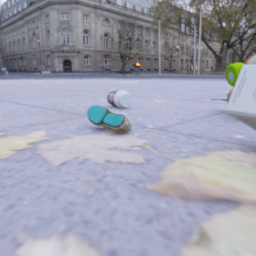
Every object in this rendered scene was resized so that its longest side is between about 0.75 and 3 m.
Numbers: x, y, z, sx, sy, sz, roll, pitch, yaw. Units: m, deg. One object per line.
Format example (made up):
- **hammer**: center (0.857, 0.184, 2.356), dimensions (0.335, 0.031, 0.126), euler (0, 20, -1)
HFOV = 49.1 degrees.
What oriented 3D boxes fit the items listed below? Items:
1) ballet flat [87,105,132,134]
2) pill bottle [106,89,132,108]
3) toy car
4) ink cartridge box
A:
- **ballet flat**: center (-0.541, -0.185, 7.852), dimensions (0.587, 0.634, 1.797), euler (42, -10, -39)
- **pill bottle**: center (-0.374, -1.282, 12.352), dimensions (0.783, 0.783, 1.414), euler (-5, 13, -24)
- **toy car**: center (4.382, -1.409, 10.460), dimensions (2.280, 2.190, 2.776), euler (-13, 3, -11)
- **ink cartridge box**: center (3.570, -0.269, 5.106), dimensions (1.945, 1.128, 2.686), euler (23, -2, -32)
